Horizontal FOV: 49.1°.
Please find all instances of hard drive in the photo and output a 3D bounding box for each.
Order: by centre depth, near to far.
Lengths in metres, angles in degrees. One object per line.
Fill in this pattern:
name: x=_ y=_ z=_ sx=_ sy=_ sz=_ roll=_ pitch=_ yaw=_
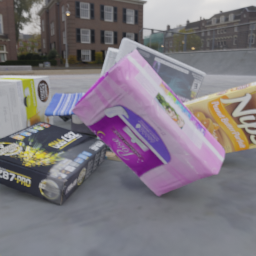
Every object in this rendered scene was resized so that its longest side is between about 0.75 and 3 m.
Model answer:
hard drive: x=-0.346 y=-1.858 z=11.578 sx=1.723 sy=2.612 sz=0.349 roll=4 pitch=35 yaw=-26

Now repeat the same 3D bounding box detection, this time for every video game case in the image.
video game case: x=0.667 y=-0.810 z=7.862 sx=2.706 sy=2.460 sz=0.316 roll=17 pitch=8 yaw=-24

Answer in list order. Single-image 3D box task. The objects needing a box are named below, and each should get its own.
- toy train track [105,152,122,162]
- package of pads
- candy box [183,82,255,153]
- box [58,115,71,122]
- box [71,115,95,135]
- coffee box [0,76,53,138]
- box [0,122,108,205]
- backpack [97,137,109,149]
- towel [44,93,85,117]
toy train track: x=-1.255 y=0.557 z=8.250 sx=2.703 sy=0.440 sz=1.550 roll=7 pitch=16 yaw=24
package of pads: x=0.367 y=0.039 z=5.292 sx=1.575 sy=2.614 sz=0.989 roll=-36 pitch=14 yaw=40
candy box: x=2.711 y=-0.218 z=7.041 sx=2.568 sy=1.482 sz=0.710 roll=-15 pitch=10 yaw=29
box: x=-2.554 y=-0.792 z=12.065 sx=0.780 sy=0.458 sz=0.767 roll=-26 pitch=45 yaw=18
box: x=-0.982 y=-0.506 z=10.414 sx=2.127 sy=1.405 sz=1.220 roll=8 pitch=14 yaw=30
coffee box: x=-4.174 y=-0.795 z=10.182 sx=2.070 sy=2.067 sz=2.047 roll=3 pitch=15 yaw=15
box: x=-1.883 y=0.668 z=6.670 sx=2.107 sy=0.642 sz=2.614 roll=18 pitch=18 yaw=11
backpack: x=-0.535 y=0.149 z=8.731 sx=0.855 sy=1.025 sz=0.649 roll=29 pitch=-23 yaw=-38
towel: x=-1.458 y=-0.843 z=9.059 sx=2.225 sy=0.265 sz=1.611 roll=-5 pitch=27 yaw=1
